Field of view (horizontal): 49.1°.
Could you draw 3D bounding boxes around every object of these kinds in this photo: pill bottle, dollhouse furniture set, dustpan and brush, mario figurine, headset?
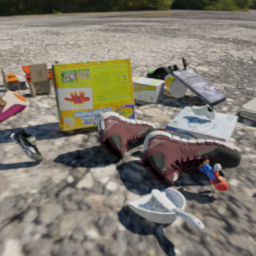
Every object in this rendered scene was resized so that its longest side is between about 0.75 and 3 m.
[{"bbox_3d":[2.108,-1.963,12.627,0.798,0.798,1.437,-3,26,-6],"label":"pill bottle"},{"bbox_3d":[-4.392,-2.598,13.178,2.795,1.440,2.765,-13,29,-25],"label":"dollhouse furniture set"},{"bbox_3d":[0.858,1.645,5.658,1.159,0.475,1.661,-12,28,-32],"label":"dustpan and brush"},{"bbox_3d":[2.016,1.103,6.447,0.410,0.477,0.773,-38,68,1],"label":"mario figurine"},{"bbox_3d":[1.982,-2.865,14.009,1.565,1.191,2.535,-19,21,-31],"label":"headset"}]

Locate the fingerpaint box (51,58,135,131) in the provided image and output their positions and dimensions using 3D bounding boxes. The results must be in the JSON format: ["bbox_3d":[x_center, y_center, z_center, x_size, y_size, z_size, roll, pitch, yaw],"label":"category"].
[{"bbox_3d":[-1.149,-1.166,9.416,2.530,2.111,0.928,-10,14,-19],"label":"fingerpaint box"}]

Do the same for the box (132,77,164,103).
[{"bbox_3d":[0.702,-1.669,12.073,1.495,0.758,0.841,14,29,26],"label":"box"}]

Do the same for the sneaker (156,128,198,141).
[{"bbox_3d":[1.316,0.385,7.834,1.251,0.585,0.440,13,2,27],"label":"sneaker"}]

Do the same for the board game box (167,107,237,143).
[{"bbox_3d":[2.475,-0.070,9.258,1.831,0.399,1.840,13,29,26],"label":"board game box"}]

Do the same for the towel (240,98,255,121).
[{"bbox_3d":[5.344,-0.671,10.505,1.589,0.413,2.397,24,34,38],"label":"towel"}]

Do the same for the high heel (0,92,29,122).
[{"bbox_3d":[-4.597,-0.649,10.342,0.847,1.208,2.513,41,10,1],"label":"high heel"}]

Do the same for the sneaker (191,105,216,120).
[{"bbox_3d":[2.485,-0.597,9.163,0.869,0.432,0.338,20,50,28],"label":"sneaker"}]

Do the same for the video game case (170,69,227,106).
[{"bbox_3d":[2.994,-1.761,11.804,1.538,0.204,2.152,-18,55,-45],"label":"video game case"}]

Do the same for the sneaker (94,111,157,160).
[{"bbox_3d":[-0.016,0.378,8.138,2.166,0.820,1.251,14,59,-33],"label":"sneaker"}]

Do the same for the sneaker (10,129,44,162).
[{"bbox_3d":[-2.604,0.455,7.453,0.484,1.070,0.356,-40,8,20],"label":"sneaker"}]

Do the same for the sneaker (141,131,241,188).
[{"bbox_3d":[1.465,0.964,6.923,2.464,0.932,1.423,9,43,16],"label":"sneaker"}]
